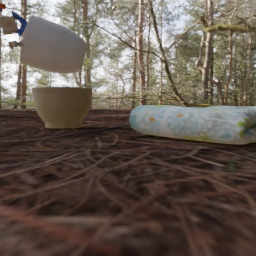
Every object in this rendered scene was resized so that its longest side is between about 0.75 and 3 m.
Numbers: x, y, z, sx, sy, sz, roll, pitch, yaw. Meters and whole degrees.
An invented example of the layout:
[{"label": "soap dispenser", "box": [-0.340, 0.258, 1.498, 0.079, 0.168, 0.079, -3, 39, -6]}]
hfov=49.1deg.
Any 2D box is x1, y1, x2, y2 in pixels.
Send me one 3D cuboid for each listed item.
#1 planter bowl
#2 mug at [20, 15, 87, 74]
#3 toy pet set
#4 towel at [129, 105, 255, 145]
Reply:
[{"label": "planter bowl", "box": [-1.739, -0.524, 7.472, 1.561, 1.051, 1.561, 1, 5, 0]}, {"label": "mug", "box": [-2.361, -2.624, 9.213, 1.828, 1.540, 2.085, 15, 18, -15]}, {"label": "toy pet set", "box": [-2.482, -2.288, 6.131, 0.519, 0.977, 0.912, -15, 14, -14]}, {"label": "towel", "box": [1.690, -0.156, 5.610, 2.254, 0.634, 2.633, 4, 6, 44]}]
